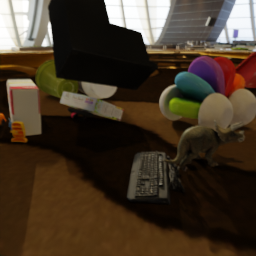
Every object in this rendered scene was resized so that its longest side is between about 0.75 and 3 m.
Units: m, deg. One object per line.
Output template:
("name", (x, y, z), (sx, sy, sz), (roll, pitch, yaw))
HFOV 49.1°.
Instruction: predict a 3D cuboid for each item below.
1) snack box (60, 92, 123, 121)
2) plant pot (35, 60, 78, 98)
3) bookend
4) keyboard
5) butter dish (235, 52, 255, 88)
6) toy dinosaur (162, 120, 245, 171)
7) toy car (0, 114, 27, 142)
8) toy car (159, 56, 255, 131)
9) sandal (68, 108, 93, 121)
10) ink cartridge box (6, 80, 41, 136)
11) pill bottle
("snack box", (-1.169, -0.699, 8.931), (1.702, 0.451, 1.211), (16, -3, 40))
("plant pot", (-2.904, -1.922, 11.942), (1.551, 1.551, 1.493), (-14, 37, -36))
("bookend", (-0.669, -2.229, 6.840), (2.193, 2.207, 1.017), (3, -28, -34))
("keyboard", (0.542, 0.788, 5.409), (0.983, 0.374, 1.889), (1, 20, 5))
("butter dish", (6.415, -2.576, 13.750), (2.051, 1.520, 2.056), (0, -25, -24))
("toy dinosaur", (1.430, 0.314, 5.788), (1.919, 0.982, 0.739), (-4, 19, -23))
("toy car", (-3.440, -0.227, 7.811), (2.184, 0.727, 1.071), (7, 20, 23))
("toy car", (2.401, -1.115, 8.401), (2.692, 2.019, 2.356), (-12, 23, -31))
("sandal", (-1.540, -0.393, 8.738), (0.551, 0.331, 1.467), (13, 1, -28))
("ink cartridge box", (-3.049, -0.656, 8.142), (0.747, 1.300, 1.791), (-6, 20, -24))
("pill bottle", (-1.437, -2.025, 11.979), (1.419, 1.419, 2.564), (-9, 20, -24))
